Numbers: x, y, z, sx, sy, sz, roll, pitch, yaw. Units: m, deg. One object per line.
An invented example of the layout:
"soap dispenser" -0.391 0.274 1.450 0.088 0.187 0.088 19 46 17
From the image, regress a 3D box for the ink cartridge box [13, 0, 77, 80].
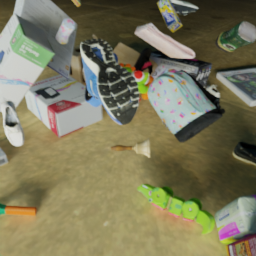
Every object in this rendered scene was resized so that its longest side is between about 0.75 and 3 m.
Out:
"ink cartridge box" -3.069 -3.457 10.397 0.570 2.586 2.634 -5 69 31

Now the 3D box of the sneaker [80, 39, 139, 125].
"sneaker" -0.415 -0.919 6.064 0.851 0.966 2.166 -16 60 -17

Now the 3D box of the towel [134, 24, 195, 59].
"towel" 1.007 -2.479 8.113 1.564 0.264 1.637 28 9 -17

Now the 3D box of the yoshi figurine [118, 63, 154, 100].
"yoshi figurine" -0.030 -1.378 8.242 1.648 0.923 0.926 19 9 -39

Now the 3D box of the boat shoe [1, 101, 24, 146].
"boat shoe" -2.536 -0.031 6.108 0.380 1.074 0.372 -15 25 -16

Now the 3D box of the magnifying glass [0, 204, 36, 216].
"magnifying glass" -3.396 2.116 7.310 1.911 0.761 0.214 7 33 -7

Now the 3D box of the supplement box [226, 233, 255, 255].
"supplement box" 2.699 2.555 4.953 0.992 2.316 1.278 -3 60 -4

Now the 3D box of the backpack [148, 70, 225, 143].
"backpack" 1.342 -0.639 7.082 1.100 1.450 1.737 -18 72 -51

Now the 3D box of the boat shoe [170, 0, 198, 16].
"boat shoe" 2.094 -4.685 10.983 1.659 0.500 0.627 -6 38 -37

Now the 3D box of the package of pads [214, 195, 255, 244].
"package of pads" 3.388 2.048 6.309 2.452 1.894 0.836 -3 62 -3

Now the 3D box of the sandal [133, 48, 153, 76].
"sandal" 0.471 -1.842 9.459 0.561 0.935 2.490 16 46 10

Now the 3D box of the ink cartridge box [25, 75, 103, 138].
"ink cartridge box" -2.622 -1.009 11.144 1.988 1.130 2.728 -27 44 -32

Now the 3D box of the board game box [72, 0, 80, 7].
"board game box" -2.056 -5.084 10.308 0.201 0.642 1.343 -25 52 21

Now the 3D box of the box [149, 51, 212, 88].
"box" 1.895 -2.275 12.261 2.788 1.600 1.842 21 27 28

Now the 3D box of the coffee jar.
"coffee jar" 3.552 -2.984 9.330 0.729 0.596 1.398 22 -5 -14

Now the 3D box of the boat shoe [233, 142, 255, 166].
"boat shoe" 4.359 0.878 8.991 1.827 0.606 0.683 22 41 27

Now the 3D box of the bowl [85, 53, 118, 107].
"bowl" -0.816 -1.417 8.040 0.323 1.643 1.643 18 29 -24

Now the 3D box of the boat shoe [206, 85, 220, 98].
"boat shoe" 3.885 -1.760 12.770 0.389 0.449 1.054 -4 36 -5

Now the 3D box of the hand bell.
"hand bell" 0.060 0.560 7.656 1.061 0.553 0.553 -2 36 3

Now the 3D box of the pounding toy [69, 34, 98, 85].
"pounding toy" -2.028 -3.599 13.837 1.122 2.155 2.453 21 41 26

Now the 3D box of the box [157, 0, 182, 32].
"box" 1.454 -4.001 9.863 0.388 0.423 1.208 12 55 -52

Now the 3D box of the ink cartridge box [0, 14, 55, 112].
"ink cartridge box" -3.416 -1.854 8.295 1.051 2.403 1.746 24 24 -42

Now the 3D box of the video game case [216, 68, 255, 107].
"video game case" 6.108 -2.033 13.238 2.694 0.346 2.963 -9 37 -12

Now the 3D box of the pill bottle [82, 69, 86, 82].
"pill bottle" -0.991 -2.869 13.585 1.287 1.287 2.292 25 43 30

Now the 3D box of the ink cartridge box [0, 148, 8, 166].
"ink cartridge box" -4.935 0.886 9.167 1.330 0.393 1.662 -28 46 -33

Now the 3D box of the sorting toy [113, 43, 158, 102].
"sorting toy" -0.112 -1.934 11.575 0.845 2.415 2.429 26 12 -49

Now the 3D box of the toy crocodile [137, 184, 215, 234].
"toy crocodile" 1.229 2.038 7.396 2.166 0.669 0.731 20 1 23

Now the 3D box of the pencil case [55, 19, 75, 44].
"pencil case" -1.961 -2.988 8.729 0.404 0.890 0.370 45 55 -7
